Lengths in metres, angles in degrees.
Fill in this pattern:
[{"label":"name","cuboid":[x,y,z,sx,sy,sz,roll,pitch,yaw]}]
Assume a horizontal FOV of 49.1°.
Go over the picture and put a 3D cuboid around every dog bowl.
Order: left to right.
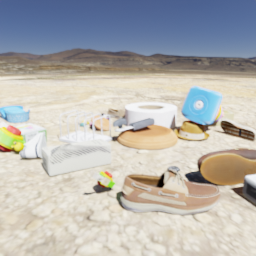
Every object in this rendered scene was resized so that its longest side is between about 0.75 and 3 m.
[{"label":"dog bowl","cuboid":[-6.675,-0.810,16.466,1.385,0.616,2.485,-12,20,-38]}]

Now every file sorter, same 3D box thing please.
[{"label":"file sorter","cuboid":[-1.888,-0.011,12.410,1.979,1.232,1.373,9,18,29]}]

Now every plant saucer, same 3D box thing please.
[{"label":"plant saucer","cuboid":[-1.348,-0.273,14.303,1.121,0.181,1.121,22,30,-14]},{"label":"plant saucer","cuboid":[0.868,0.315,12.562,2.703,0.506,2.703,1,15,0]}]

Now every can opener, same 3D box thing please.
[{"label":"can opener","cuboid":[0.244,-0.227,12.345,1.925,0.644,0.514,-17,12,-23]}]

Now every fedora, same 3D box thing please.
[{"label":"fedora","cuboid":[2.985,0.062,13.045,1.668,0.680,1.668,2,17,-1]}]

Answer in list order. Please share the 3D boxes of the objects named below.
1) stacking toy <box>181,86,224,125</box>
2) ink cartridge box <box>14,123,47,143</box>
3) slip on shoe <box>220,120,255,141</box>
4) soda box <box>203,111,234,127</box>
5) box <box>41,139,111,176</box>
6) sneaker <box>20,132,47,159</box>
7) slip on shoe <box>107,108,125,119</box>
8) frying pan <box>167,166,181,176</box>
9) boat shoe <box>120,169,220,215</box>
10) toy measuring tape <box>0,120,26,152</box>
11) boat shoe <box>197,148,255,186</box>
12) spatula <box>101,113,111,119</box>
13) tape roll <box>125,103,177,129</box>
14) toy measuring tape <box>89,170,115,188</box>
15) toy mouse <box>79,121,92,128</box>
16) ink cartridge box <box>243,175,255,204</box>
[{"label":"stacking toy","cuboid":[3.966,-0.838,13.576,1.677,1.585,2.889,24,7,36]},{"label":"ink cartridge box","cuboid":[-4.666,0.247,12.602,2.084,0.618,1.082,15,21,43]},{"label":"slip on shoe","cuboid":[5.219,0.055,13.085,0.573,0.720,1.893,-17,25,-34]},{"label":"soda box","cuboid":[4.617,-0.496,15.148,2.054,0.695,0.657,-3,16,-8]},{"label":"box","cuboid":[-1.759,0.975,9.675,2.234,0.764,0.918,-9,18,-30]},{"label":"sneaker","cuboid":[-3.669,0.667,11.017,0.785,0.745,1.950,-11,15,-4]},{"label":"slip on shoe","cuboid":[-0.452,-0.850,16.749,1.755,0.532,0.667,9,18,30]},{"label":"frying pan","cuboid":[1.519,1.422,9.319,0.454,0.122,0.750,1,12,6]},{"label":"boat shoe","cuboid":[1.089,1.584,7.138,2.580,0.926,0.977,-1,15,-3]},{"label":"toy measuring tape","cuboid":[-5.108,0.183,11.459,1.061,1.061,2.884,-14,34,-41]},{"label":"boat shoe","cuboid":[3.426,1.142,8.705,2.912,1.025,1.024,4,17,-13]},{"label":"spatula","cuboid":[-1.415,-0.701,16.863,0.533,0.194,1.885,-2,15,-13]},{"label":"tape roll","cuboid":[1.222,-0.666,15.201,2.839,0.993,2.839,0,15,0]},{"label":"toy measuring tape","cuboid":[-0.761,1.321,7.591,0.478,0.478,1.301,9,-20,31]},{"label":"toy mouse","cuboid":[-2.195,-0.213,15.020,1.141,0.221,1.014,-4,16,-13]},{"label":"ink cartridge box","cuboid":[4.794,1.739,7.081,2.776,0.792,2.256,-2,15,-18]}]
